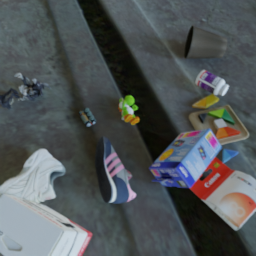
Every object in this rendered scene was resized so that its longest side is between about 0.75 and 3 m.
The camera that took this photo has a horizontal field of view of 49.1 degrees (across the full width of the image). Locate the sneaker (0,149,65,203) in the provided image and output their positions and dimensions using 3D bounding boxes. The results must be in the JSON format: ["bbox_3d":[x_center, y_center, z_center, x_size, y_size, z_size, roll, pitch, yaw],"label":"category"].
[{"bbox_3d":[-3.094,2.035,8.908,1.424,1.117,2.866,28,62,12],"label":"sneaker"}]

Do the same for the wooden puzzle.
[{"bbox_3d":[3.481,-0.135,10.858,1.950,0.338,2.890,-21,58,-15],"label":"wooden puzzle"}]

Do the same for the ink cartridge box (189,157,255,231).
[{"bbox_3d":[3.267,1.988,9.248,1.719,0.531,2.120,-35,62,-23],"label":"ink cartridge box"}]

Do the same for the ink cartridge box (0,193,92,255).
[{"bbox_3d":[-2.259,2.766,7.308,1.882,2.608,1.092,24,74,16],"label":"ink cartridge box"}]

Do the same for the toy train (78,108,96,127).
[{"bbox_3d":[-1.617,-0.418,11.090,0.468,0.350,0.821,-33,63,-2],"label":"toy train"}]

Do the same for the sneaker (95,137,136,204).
[{"bbox_3d":[-0.479,1.426,9.611,1.061,0.907,2.587,10,45,-28],"label":"sneaker"}]

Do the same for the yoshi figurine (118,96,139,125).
[{"bbox_3d":[0.041,-0.810,11.105,0.758,0.761,1.353,-11,46,-12],"label":"yoshi figurine"}]

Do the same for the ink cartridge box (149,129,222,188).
[{"bbox_3d":[1.755,1.111,9.157,2.280,1.556,0.870,-45,103,-25],"label":"ink cartridge box"}]

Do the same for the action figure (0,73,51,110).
[{"bbox_3d":[-4.301,-1.563,11.479,2.061,1.052,1.225,-27,48,-16],"label":"action figure"}]

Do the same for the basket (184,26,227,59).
[{"bbox_3d":[3.596,-3.820,12.989,1.661,1.498,1.130,9,17,-4],"label":"basket"}]

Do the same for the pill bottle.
[{"bbox_3d":[3.509,-1.845,11.711,1.255,0.706,0.706,35,62,23],"label":"pill bottle"}]
